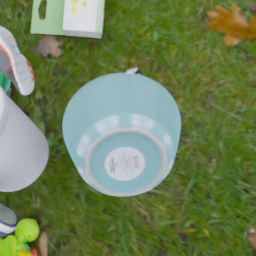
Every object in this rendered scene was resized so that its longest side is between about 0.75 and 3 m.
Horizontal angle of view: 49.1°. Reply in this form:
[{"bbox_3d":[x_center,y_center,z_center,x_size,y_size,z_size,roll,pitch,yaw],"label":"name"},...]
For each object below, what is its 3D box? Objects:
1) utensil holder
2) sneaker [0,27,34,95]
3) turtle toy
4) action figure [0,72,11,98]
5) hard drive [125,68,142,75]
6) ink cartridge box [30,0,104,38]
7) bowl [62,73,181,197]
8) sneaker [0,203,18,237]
[{"bbox_3d":[-2.887,0.253,5.824,1.836,2.160,1.836,-4,63,7],"label":"utensil holder"},{"bbox_3d":[-2.176,-1.152,5.111,0.523,0.492,1.277,-22,94,21],"label":"sneaker"},{"bbox_3d":[-3.065,3.458,7.653,1.410,0.978,1.935,15,82,22],"label":"turtle toy"},{"bbox_3d":[-4.063,-0.978,8.157,1.769,0.819,2.995,16,78,3],"label":"action figure"},{"bbox_3d":[-0.112,-0.955,6.176,0.161,0.594,0.850,43,80,-22],"label":"hard drive"},{"bbox_3d":[-1.866,-3.667,8.556,2.244,0.538,1.633,4,85,-1],"label":"ink cartridge box"},{"bbox_3d":[-0.063,0.295,4.875,2.256,1.180,2.256,-2,118,-4],"label":"bowl"},{"bbox_3d":[-2.742,1.874,4.843,0.724,1.905,1.377,43,66,-40],"label":"sneaker"}]
